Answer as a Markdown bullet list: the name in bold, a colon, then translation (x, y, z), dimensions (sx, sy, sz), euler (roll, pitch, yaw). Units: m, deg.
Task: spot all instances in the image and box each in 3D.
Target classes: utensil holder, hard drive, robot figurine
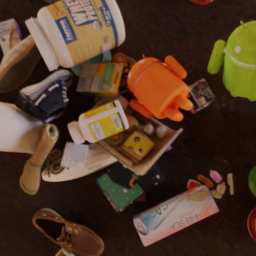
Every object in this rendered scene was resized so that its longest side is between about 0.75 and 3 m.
- **utensil holder**: translation (-3.836, -0.006, 9.019), dimensions (1.604, 1.888, 1.604), euler (-8, 78, 43)
- **hard drive**: translation (0.069, 1.769, 9.651), dimensions (2.025, 0.383, 1.415), euler (-35, 77, -11)
- **robot figurine**: translation (3.986, -2.138, 9.042), dimensions (2.524, 2.877, 1.664), euler (21, 65, 24)
- **robot figurine**: translation (0.948, -1.285, 9.233), dimensions (1.452, 1.791, 2.490), euler (-29, 65, -30)

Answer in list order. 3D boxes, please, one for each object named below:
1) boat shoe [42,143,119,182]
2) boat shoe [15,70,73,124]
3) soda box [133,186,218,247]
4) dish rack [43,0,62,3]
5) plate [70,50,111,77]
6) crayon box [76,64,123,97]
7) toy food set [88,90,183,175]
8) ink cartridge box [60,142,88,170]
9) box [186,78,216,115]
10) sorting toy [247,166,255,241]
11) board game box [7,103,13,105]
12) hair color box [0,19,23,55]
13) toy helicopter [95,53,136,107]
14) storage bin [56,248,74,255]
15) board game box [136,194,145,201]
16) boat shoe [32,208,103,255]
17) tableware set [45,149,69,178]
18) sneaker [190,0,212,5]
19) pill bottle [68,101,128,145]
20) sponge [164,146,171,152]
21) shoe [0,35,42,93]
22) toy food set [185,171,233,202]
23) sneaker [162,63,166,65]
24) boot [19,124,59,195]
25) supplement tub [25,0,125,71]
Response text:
- **boat shoe**: translation (-1.588, 1.007, 9.627), dimensions (2.844, 1.024, 0.974), euler (-21, 62, -1)
- **boat shoe**: translation (-2.400, -1.033, 9.394), dimensions (1.218, 0.980, 2.626), euler (36, 41, 6)
- **soda box**: translation (1.546, 2.878, 9.357), dimensions (2.699, 0.858, 0.923), euler (-24, 82, -4)
- **dish rack**: translation (-2.851, -6.391, 10.865), dimensions (2.258, 0.803, 2.943), euler (29, 82, 5)
- **plate**: translation (-1.455, -2.631, 10.561), dimensions (1.618, 0.207, 1.618), euler (0, 81, -1)
- **crayon box**: translation (-0.897, -1.659, 9.721), dimensions (1.703, 0.439, 1.071), euler (7, 79, 30)
- **toy food set**: translation (0.045, -0.003, 9.245), dimensions (2.862, 0.865, 2.054), euler (34, 63, 21)
- **ink cartridge box**: translation (-1.709, 0.925, 8.974), dimensions (0.735, 0.229, 0.913), euler (10, 53, -6)
- **box**: translation (2.415, -1.070, 9.775), dimensions (0.721, 1.257, 0.830), euler (-30, 82, -4)
- **sorting toy**: translation (4.959, 2.536, 9.260), dimensions (1.676, 1.145, 2.790), euler (9, 81, 2)
- **board game box**: translation (-4.225, -0.278, 10.191), dimensions (0.753, 0.192, 1.113), euler (19, 82, 3)
- **hair color box**: translation (-4.413, -3.320, 10.554), dimensions (0.750, 0.444, 1.371), euler (-20, 83, -4)
- **toy helicopter**: translation (-0.383, -1.587, 10.232), dimensions (1.398, 0.834, 2.114), euler (39, 94, -3)
- **storage bin**: translation (-2.140, 4.719, 9.250), dimensions (1.046, 0.494, 1.054), euler (42, 84, 6)
- **board game box**: translation (0.081, 2.239, 9.824), dimensions (1.045, 0.169, 0.627), euler (1, 85, 0)
- **boat shoe**: translation (-2.039, 3.554, 9.239), dimensions (2.575, 0.870, 0.927), euler (28, 82, 4)
- **tableware set**: translation (-2.332, 1.064, 9.047), dimensions (0.713, 0.216, 1.078), euler (-22, 41, -5)
- **sneaker**: translation (2.047, -5.759, 10.715), dimensions (2.872, 1.048, 1.108), euler (24, 81, -7)
- **pill bottle**: translation (-0.964, -0.118, 8.955), dimensions (1.774, 0.987, 0.987), euler (-22, 82, -4)
- **sponge**: translation (1.142, 0.439, 9.920), dimensions (0.133, 0.497, 0.891), euler (-35, 83, -17)
- **shoe**: translation (-3.930, -2.440, 10.212), dimensions (0.738, 0.966, 2.763), euler (29, 73, 23)
- **toy food set**: translation (2.542, 1.827, 8.923), dimensions (1.484, 0.234, 0.944), euler (-6, 98, 5)
- **sneaker**: translation (0.979, -1.905, 10.378), dimensions (0.612, 0.441, 1.165), euler (22, 74, 16)
- **boot**: translation (-2.697, 0.924, 8.554), dimensions (0.572, 1.515, 1.730), euler (21, 116, -32)
- **supplement tub**: translation (-1.753, -3.298, 9.500), dimensions (2.830, 2.047, 2.047), euler (-27, 82, -9)
